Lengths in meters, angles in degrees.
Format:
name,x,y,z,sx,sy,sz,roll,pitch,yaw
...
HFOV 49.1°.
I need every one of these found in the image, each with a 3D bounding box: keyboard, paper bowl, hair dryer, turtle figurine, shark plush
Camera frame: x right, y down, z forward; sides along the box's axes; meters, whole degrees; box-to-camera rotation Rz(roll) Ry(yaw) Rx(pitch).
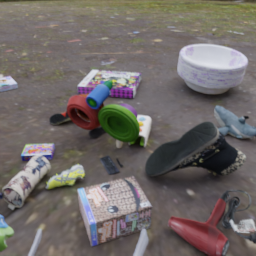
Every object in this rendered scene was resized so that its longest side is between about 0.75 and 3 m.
name,x,y,z,sx,sy,sz,roll,pitch,yaw
keyboard,-0.420,0.963,7.503,0.491,0.080,0.773,-13,34,-22
paper bowl,3.437,-2.415,11.805,2.731,1.420,2.731,3,36,-2
hair dryer,1.683,1.885,5.489,1.788,0.486,1.362,-5,28,0
turtle figurine,-0.963,2.392,2.830,2.155,2.995,2.904,-4,67,13
shark plush,3.430,-0.042,8.519,0.850,0.779,1.870,-20,36,-30

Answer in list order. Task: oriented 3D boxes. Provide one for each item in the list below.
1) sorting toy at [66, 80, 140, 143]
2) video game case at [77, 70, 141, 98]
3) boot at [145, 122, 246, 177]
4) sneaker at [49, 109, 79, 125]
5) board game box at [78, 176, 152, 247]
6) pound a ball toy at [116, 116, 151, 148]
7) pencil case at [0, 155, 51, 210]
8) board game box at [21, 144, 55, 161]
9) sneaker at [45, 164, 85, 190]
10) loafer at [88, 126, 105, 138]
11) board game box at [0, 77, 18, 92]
name,x,y,z,sx,sy,sz,roll,pitch,yaw
sorting toy,-0.617,-0.581,8.016,2.489,1.496,1.022,14,48,26
video game case,-0.732,-1.941,12.135,2.349,0.421,2.129,6,31,10
boot,1.640,0.848,6.897,1.606,2.126,0.767,32,37,-32
sneaker,-2.129,-0.333,9.516,1.047,0.489,0.368,-21,72,5
board game box,-0.295,1.658,5.764,1.265,0.613,1.009,-11,32,-19
pound a ball toy,0.189,0.087,8.502,0.846,0.551,1.298,7,33,11
pencil case,-2.336,1.210,6.539,0.555,0.639,1.428,36,29,-6
board game box,-2.521,0.680,7.873,0.804,0.180,0.540,-3,30,-3
sneaker,-1.501,1.241,6.725,0.985,0.372,0.376,-27,75,-15
loafer,-0.951,0.093,8.849,0.811,0.296,0.288,-28,14,-39
board game box,-5.553,-1.889,12.240,1.102,0.227,1.105,-20,36,-30
